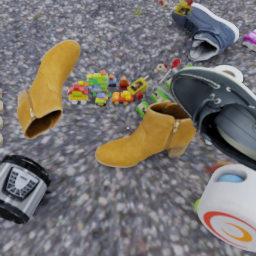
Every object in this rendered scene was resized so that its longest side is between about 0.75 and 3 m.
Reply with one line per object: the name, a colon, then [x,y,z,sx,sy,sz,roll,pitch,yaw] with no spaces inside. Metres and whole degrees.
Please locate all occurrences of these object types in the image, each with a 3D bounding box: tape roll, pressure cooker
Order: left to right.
pressure cooker: [-2.699,1.409,6.837,1.320,1.300,1.478,8,51,21]
tape roll: [3.501,-1.803,9.958,1.086,0.198,1.086,-1,53,1]

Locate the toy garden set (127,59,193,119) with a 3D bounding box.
toy garden set: [1.063,-1.298,8.719,2.178,0.435,1.815,-40,54,10]

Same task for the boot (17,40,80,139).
boot: [-1.487,-0.765,5.655,1.964,0.691,1.406,-46,45,9]

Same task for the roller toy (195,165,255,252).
roller toy: [2.604,1.750,6.281,1.912,1.744,1.336,27,57,19]

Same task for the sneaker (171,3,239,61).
sneaker: [2.544,-3.748,10.857,2.915,1.108,2.106,33,57,21]

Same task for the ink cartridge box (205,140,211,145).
ink cartridge box: [2.844,-0.435,8.580,1.257,0.732,1.739,-5,53,-4]

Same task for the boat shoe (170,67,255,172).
boat shoe: [1.292,-0.106,3.779,0.750,0.845,2.261,-17,53,-41]

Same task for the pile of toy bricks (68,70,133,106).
pile of toy bricks: [-0.875,-1.425,9.149,2.075,1.025,1.151,1,53,1]

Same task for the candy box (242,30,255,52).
candy box: [5.344,-3.525,11.136,1.320,0.403,0.900,-31,59,-21]

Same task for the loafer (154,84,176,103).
loafer: [1.604,-0.880,8.943,0.645,0.696,1.851,-32,59,-17]

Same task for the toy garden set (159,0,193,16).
toy garden set: [1.471,-3.483,7.256,1.802,1.502,0.360,-12,77,-41]

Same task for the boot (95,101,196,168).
boot: [0.416,0.124,7.392,2.727,1.952,0.959,-5,52,-4]

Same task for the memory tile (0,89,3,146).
memory tile: [-4.970,-0.229,8.746,2.077,0.227,2.710,-13,53,-10]
